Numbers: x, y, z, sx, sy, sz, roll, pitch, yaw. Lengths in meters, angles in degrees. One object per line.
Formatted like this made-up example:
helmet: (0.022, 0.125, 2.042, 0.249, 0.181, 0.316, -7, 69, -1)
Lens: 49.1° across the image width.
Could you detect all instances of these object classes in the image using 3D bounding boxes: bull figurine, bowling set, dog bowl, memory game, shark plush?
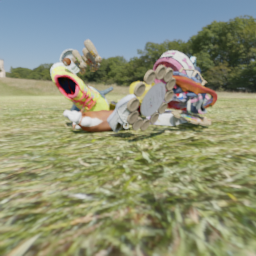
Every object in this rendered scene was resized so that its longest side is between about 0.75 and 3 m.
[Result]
bull figurine: (-1.168, -0.273, 10.191, 2.476, 0.806, 1.503, 1, 1, -23)
bowling set: (-1.585, -2.178, 9.607, 1.113, 0.859, 1.600, -33, -1, -11)
dog bowl: (2.064, -2.454, 13.104, 2.168, 2.168, 0.799, 9, 36, 46)
memory game: (2.512, -0.416, 11.161, 1.665, 0.106, 1.665, 13, 16, -4)
memory game: (0.656, -0.793, 7.758, 0.127, 1.993, 1.993, 35, 27, 32)
shark plush: (-1.534, -1.058, 11.996, 2.130, 0.968, 0.887, -22, 28, -17)

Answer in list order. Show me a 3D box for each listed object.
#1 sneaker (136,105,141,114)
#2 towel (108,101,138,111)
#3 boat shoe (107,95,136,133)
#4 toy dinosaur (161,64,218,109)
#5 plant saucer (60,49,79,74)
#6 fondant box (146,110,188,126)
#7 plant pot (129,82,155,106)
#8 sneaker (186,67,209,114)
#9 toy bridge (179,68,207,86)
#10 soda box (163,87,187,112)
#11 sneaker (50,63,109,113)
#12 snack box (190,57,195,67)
sneaker: (0.294, -1.459, 14.842, 0.993, 0.824, 2.078, 35, -15, 23)
towel: (-0.311, -0.593, 11.588, 1.147, 0.182, 1.597, 8, -29, -12)
boat shoe: (-0.119, -0.314, 8.453, 0.610, 0.704, 1.652, -15, -20, -36)
toy dinosaur: (1.882, -1.136, 8.658, 1.833, 1.061, 2.020, 17, 9, 11)
plant saucer: (-2.314, -2.642, 11.222, 0.970, 0.970, 0.243, -6, 10, -36)
fondant box: (1.791, -0.476, 12.614, 1.295, 0.523, 1.795, 6, 9, 33)
plant pot: (0.764, -1.628, 12.739, 1.017, 1.081, 1.081, -12, 1, 32)
sneaker: (2.753, -1.389, 10.737, 0.813, 1.983, 0.696, 16, 44, 23)
toy bridge: (2.322, -1.856, 9.903, 1.042, 0.350, 0.142, 34, 0, 15)
soda box: (2.155, -1.226, 12.036, 2.144, 0.750, 0.680, 5, -28, -44)
sneaker: (-1.761, -1.161, 10.122, 2.651, 1.036, 1.197, 38, 12, -22)
snack box: (3.010, -2.643, 13.341, 0.232, 1.250, 0.726, 13, 55, 23)
